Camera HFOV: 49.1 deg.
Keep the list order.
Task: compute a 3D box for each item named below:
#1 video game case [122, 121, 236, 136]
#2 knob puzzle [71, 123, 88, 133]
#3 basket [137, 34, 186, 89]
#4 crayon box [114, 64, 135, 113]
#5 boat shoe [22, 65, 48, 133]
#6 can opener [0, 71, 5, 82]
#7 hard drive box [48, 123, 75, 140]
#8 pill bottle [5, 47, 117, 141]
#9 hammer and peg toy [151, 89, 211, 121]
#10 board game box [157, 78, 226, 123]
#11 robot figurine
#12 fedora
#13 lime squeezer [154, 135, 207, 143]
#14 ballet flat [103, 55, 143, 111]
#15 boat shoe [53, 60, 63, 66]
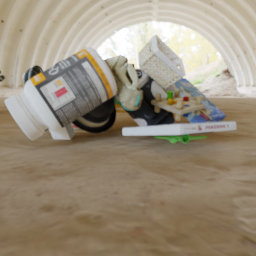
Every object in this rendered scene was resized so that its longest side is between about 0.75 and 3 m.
[{"bbox_3d":[1.546,0.027,8.917,2.446,0.308,2.685,-3,1,-35],"label":"video game case"},{"bbox_3d":[-2.355,-0.885,11.544,3.002,0.416,3.002,1,50,-2],"label":"knob puzzle"},{"bbox_3d":[1.194,-2.384,10.287,1.618,1.097,0.998,34,-54,-31],"label":"basket"},{"bbox_3d":[-0.332,-1.682,12.041,1.290,2.052,0.529,1,27,10],"label":"crayon box"},{"bbox_3d":[-3.405,-1.109,10.587,0.977,2.584,0.779,-10,-12,-46],"label":"boat shoe"},{"bbox_3d":[-4.561,-1.753,9.611,0.576,0.456,1.733,-30,21,-9],"label":"can opener"},{"bbox_3d":[-2.380,-0.085,9.727,0.757,0.971,0.373,1,33,23],"label":"hard drive box"},{"bbox_3d":[-1.950,-0.995,8.349,2.946,1.714,1.714,-33,17,-12],"label":"pill bottle"},{"bbox_3d":[1.962,-0.878,9.783,1.948,0.687,1.433,-15,28,-36],"label":"hammer and peg toy"},{"bbox_3d":[2.860,-1.233,12.759,2.851,0.621,2.865,48,29,20],"label":"board game box"},{"bbox_3d":[0.662,-1.048,10.775,1.650,2.645,1.987,-47,12,-21],"label":"robot figurine"},{"bbox_3d":[-1.319,-1.147,10.475,2.630,2.630,1.201,-7,-19,-37],"label":"fedora"},{"bbox_3d":[1.746,0.368,9.418,1.788,0.337,0.631,-1,-12,12],"label":"lime squeezer"},{"bbox_3d":[-0.186,-1.740,9.159,0.929,1.032,2.740,0,43,-31],"label":"ballet flat"},{"bbox_3d":[-2.363,-1.908,9.729,2.198,0.821,0.729,-14,-2,20],"label":"boat shoe"}]
